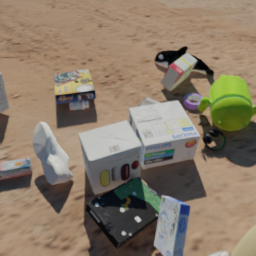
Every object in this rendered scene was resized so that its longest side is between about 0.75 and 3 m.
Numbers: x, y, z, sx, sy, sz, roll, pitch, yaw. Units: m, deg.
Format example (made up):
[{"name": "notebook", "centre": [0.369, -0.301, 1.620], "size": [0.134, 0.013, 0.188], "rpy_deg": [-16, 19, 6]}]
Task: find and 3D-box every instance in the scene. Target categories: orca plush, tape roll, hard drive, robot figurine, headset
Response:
[{"name": "orca plush", "centre": [2.713, -3.325, 13.507], "size": [2.981, 1.060, 1.569], "rpy_deg": [31, 51, 28]}, {"name": "tape roll", "centre": [2.751, -1.114, 11.776], "size": [0.791, 0.259, 0.791], "rpy_deg": [0, 44, 0]}, {"name": "hard drive", "centre": [0.014, 2.240, 7.773], "size": [1.986, 0.376, 1.387], "rpy_deg": [-22, 53, -40]}, {"name": "robot figurine", "centre": [3.900, -0.960, 10.725], "size": [2.269, 1.496, 2.586], "rpy_deg": [8, 44, 7]}, {"name": "headset", "centre": [2.919, 0.264, 9.892], "size": [0.733, 0.558, 1.187], "rpy_deg": [-40, 77, -4]}]

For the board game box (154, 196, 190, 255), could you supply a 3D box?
[{"name": "board game box", "centre": [1.040, 2.422, 6.835], "size": [0.286, 1.318, 1.312], "rpy_deg": [13, 83, -10]}]

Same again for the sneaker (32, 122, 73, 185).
[{"name": "sneaker", "centre": [-2.400, 0.805, 9.099], "size": [0.940, 0.799, 2.125], "rpy_deg": [1, 60, -52]}]

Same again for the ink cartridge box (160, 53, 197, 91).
[{"name": "ink cartridge box", "centre": [2.270, -2.507, 12.533], "size": [0.641, 1.115, 1.537], "rpy_deg": [41, 55, 12]}]

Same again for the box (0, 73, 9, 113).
[{"name": "box", "centre": [-6.240, -1.097, 10.352], "size": [2.386, 1.560, 2.374], "rpy_deg": [10, 30, 16]}]

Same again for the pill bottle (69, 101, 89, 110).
[{"name": "pill bottle", "centre": [-2.015, -0.957, 11.502], "size": [0.754, 0.410, 0.410], "rpy_deg": [-3, 44, -3]}]

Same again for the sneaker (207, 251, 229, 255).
[{"name": "sneaker", "centre": [1.300, 3.665, 6.313], "size": [2.598, 0.914, 1.041], "rpy_deg": [-15, 60, -8]}]

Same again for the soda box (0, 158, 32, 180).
[{"name": "soda box", "centre": [-3.775, 1.336, 9.086], "size": [1.229, 0.420, 0.391], "rpy_deg": [-10, 44, -10]}]

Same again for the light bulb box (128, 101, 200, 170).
[{"name": "light bulb box", "centre": [1.146, 0.197, 9.703], "size": [1.917, 1.207, 1.934], "rpy_deg": [-10, 45, -10]}]

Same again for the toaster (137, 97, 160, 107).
[{"name": "toaster", "centre": [0.844, -0.688, 11.036], "size": [0.788, 0.693, 1.220], "rpy_deg": [24, 44, 18]}]

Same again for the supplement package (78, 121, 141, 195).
[{"name": "supplement package", "centre": [-0.538, 0.916, 8.638], "size": [1.579, 1.652, 1.215], "rpy_deg": [-16, 46, -15]}]

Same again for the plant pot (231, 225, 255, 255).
[{"name": "plant pot", "centre": [3.265, 3.177, 6.040], "size": [1.695, 2.524, 2.524], "rpy_deg": [-25, 38, 24]}]

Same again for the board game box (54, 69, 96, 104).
[{"name": "board game box", "centre": [-2.350, -1.841, 12.117], "size": [1.609, 0.411, 2.375], "rpy_deg": [-9, 34, -9]}]
